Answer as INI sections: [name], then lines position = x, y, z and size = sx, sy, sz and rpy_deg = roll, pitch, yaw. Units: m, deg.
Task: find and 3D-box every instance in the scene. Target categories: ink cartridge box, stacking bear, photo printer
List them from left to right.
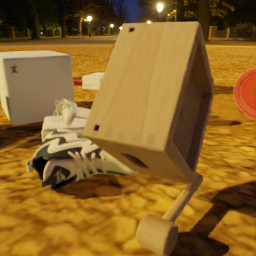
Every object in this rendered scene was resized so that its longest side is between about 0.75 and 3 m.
[photo printer]
position = -1.313, 0.031, 6.862
size = 1.477, 0.513, 1.229
rpy_deg = -4, 18, -13
[ink cartridge box]
position = -1.357, -2.157, 12.901
size = 0.961, 0.560, 1.327
rpy_deg = 9, 21, 22
[stacking bear]
position = 3.483, -0.721, 6.553
size = 1.875, 1.139, 1.066
rpy_deg = 7, 20, -32

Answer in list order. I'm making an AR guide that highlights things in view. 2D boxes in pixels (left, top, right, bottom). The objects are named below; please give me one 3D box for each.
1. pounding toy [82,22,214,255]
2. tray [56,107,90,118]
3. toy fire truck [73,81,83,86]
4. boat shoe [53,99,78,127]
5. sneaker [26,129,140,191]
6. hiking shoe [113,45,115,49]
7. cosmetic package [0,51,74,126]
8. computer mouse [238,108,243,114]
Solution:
[pounding toy]
position = 0.338, 0.297, 3.858
size = 1.136, 2.484, 2.182
rpy_deg = 9, -19, 27
[tray]
position = -0.568, -0.250, 7.171
size = 2.264, 0.251, 1.216
rpy_deg = 12, -1, 17
[toy fire truck]
position = -2.155, -2.196, 13.543
size = 0.824, 0.201, 0.581
rpy_deg = 4, 20, 13
[boat shoe]
position = -1.313, -0.382, 5.751
size = 0.463, 0.401, 1.086
rpy_deg = 27, 16, -20
[sneaker]
position = -0.825, 0.667, 4.815
size = 2.018, 0.805, 1.313
rpy_deg = 16, 33, 16
[hiking shoe]
position = 0.484, -2.294, 10.952
size = 2.697, 1.358, 1.021
rpy_deg = 20, 40, 10
[cosmetic package]
position = -2.976, -1.385, 8.789
size = 1.895, 1.883, 2.264
rpy_deg = -11, 22, -27
[computer mouse]
position = 4.002, -0.514, 8.758
size = 1.313, 0.346, 0.909
rpy_deg = 7, 18, -13
